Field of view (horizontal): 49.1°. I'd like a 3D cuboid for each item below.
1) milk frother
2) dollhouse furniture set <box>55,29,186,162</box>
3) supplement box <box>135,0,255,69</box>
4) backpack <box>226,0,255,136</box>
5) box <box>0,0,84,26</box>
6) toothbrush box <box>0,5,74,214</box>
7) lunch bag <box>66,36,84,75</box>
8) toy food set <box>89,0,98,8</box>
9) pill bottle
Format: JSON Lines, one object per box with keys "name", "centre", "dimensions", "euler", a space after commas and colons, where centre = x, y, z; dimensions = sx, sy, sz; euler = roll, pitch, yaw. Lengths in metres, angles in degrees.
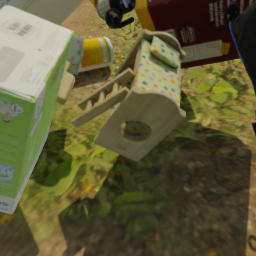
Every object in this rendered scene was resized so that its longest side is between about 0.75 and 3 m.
{"name": "milk frother", "centre": [-0.371, -2.506, 6.039], "dimensions": [0.857, 0.774, 0.806], "euler": [-26, 18, -34]}
{"name": "dollhouse furniture set", "centre": [-0.363, -1.397, 5.276], "dimensions": [2.612, 1.642, 2.954], "euler": [25, 46, -16]}
{"name": "supplement box", "centre": [1.862, -3.086, 7.072], "dimensions": [2.758, 2.720, 1.831], "euler": [-7, 68, 18]}
{"name": "backpack", "centre": [3.094, -1.157, 4.509], "dimensions": [2.369, 1.916, 2.487], "euler": [1, 74, -32]}
{"name": "box", "centre": [-2.063, -2.760, 5.497], "dimensions": [1.691, 1.456, 1.699], "euler": [-30, 4, 32]}
{"name": "toothbrush box", "centre": [-1.141, -0.122, 2.707], "dimensions": [0.690, 1.603, 1.167], "euler": [18, 42, -9]}
{"name": "lunch bag", "centre": [-1.715, -2.031, 7.410], "dimensions": [1.028, 1.207, 0.736], "euler": [12, 66, -11]}
{"name": "toy food set", "centre": [-1.033, -3.697, 7.312], "dimensions": [1.381, 0.451, 0.812], "euler": [55, 21, 22]}
{"name": "pill bottle", "centre": [-1.630, -2.665, 10.348], "dimensions": [1.973, 1.096, 1.096], "euler": [-17, 41, -21]}
